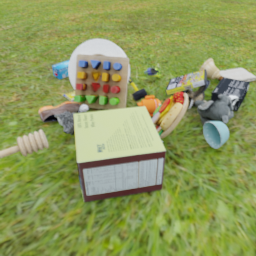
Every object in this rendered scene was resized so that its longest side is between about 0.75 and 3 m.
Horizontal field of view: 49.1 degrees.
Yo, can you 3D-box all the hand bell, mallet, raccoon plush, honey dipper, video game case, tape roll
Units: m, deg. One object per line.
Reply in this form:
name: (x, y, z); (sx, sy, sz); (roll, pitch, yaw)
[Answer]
hand bell: (4.391, -2.300, 13.158); (1.037, 1.037, 1.992); (-30, 61, -35)
mallet: (0.117, -1.796, 11.878); (0.591, 0.369, 1.795); (-33, 55, -8)
raccoon plush: (-1.924, -0.496, 9.820); (0.750, 1.549, 1.038); (-2, 48, -53)
honey dipper: (-3.670, 0.796, 7.489); (2.987, 0.567, 0.567); (-20, 39, -9)
video game case: (2.464, -1.935, 11.733); (1.614, 0.228, 1.786); (-14, 20, 22)
tape roll: (-1.196, -2.349, 11.672); (2.595, 2.595, 0.474); (4, 10, 5)

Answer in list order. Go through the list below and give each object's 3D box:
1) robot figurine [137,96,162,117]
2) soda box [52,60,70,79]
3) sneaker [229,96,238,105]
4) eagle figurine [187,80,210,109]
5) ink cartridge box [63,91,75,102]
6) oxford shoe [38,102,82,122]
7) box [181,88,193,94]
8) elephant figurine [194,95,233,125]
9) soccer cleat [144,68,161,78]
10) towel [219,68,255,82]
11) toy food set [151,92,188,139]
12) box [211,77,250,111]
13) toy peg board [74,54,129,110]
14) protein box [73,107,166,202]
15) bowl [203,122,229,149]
robot figurine: (0.869, -0.854, 11.004); (0.979, 0.571, 0.704); (-4, 67, -8)
soda box: (-2.948, -3.066, 14.287); (1.749, 0.561, 0.593); (-30, 45, -34)
sneaker: (3.805, -0.826, 10.897); (1.145, 0.431, 0.507); (-48, 14, -3)
eagle figurine: (2.750, -1.350, 11.469); (1.333, 1.006, 1.011); (-12, 12, -10)
ink cartridge box: (-2.298, -1.479, 12.426); (0.900, 0.214, 0.910); (-26, 45, -30)
oxford shoe: (-2.569, -0.559, 10.914); (1.685, 0.601, 0.614); (-16, 52, -17)
box: (2.448, -1.767, 12.820); (0.819, 0.202, 0.654); (22, 40, 27)
elephant figurine: (3.069, -0.626, 10.540); (1.550, 1.097, 1.202); (-6, -4, 35)
soccer cleat: (1.200, -2.648, 13.531); (0.510, 0.394, 1.220); (-10, -5, 30)
towel: (5.275, -2.521, 13.789); (1.710, 0.295, 1.134); (-11, 39, -15)
toy food set: (1.279, -0.382, 9.339); (0.473, 1.926, 1.945); (34, 45, -10)
box: (4.383, -1.491, 12.040); (1.181, 0.660, 1.673); (21, 41, 25)
toy peg board: (-1.129, -1.779, 10.961); (2.124, 2.116, 1.039); (5, 9, 5)
protein box: (-0.353, 0.684, 8.293); (2.282, 1.540, 2.266); (-7, 37, -9)
bowl: (2.958, 0.170, 9.264); (0.489, 0.936, 0.936); (-19, 40, -18)
